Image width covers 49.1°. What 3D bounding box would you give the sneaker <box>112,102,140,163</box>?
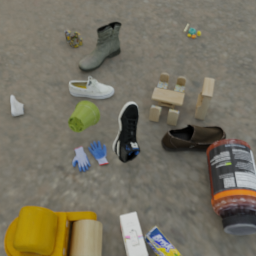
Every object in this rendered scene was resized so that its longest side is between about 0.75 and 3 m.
[{"bbox_3d":[0.132,0.244,9.425,0.740,2.025,1.133,0,28,-29],"label":"sneaker"}]

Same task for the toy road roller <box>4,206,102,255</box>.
[{"bbox_3d":[-2.075,3.043,7.783,2.613,1.907,1.606,-1,53,-1],"label":"toy road roller"}]

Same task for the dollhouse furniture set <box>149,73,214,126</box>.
[{"bbox_3d":[2.148,-1.319,11.361,2.275,1.481,2.090,13,54,10],"label":"dollhouse furniture set"}]

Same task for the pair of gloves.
[{"bbox_3d":[-1.430,1.050,10.404,1.369,0.156,1.101,-16,54,-13],"label":"pair of gloves"}]

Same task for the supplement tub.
[{"bbox_3d":[3.375,1.860,8.954,1.508,1.508,2.821,4,54,3],"label":"supplement tub"}]

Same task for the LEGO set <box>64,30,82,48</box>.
[{"bbox_3d":[-2.828,-4.693,14.454,0.823,0.620,1.071,-15,54,-11],"label":"LEGO set"}]

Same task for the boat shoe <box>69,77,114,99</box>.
[{"bbox_3d":[-1.608,-1.813,12.134,1.970,0.840,0.728,6,53,5],"label":"boat shoe"}]

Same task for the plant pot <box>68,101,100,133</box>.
[{"bbox_3d":[-1.676,-0.325,10.087,1.029,1.029,0.977,16,32,12],"label":"plant pot"}]

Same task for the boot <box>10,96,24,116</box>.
[{"bbox_3d":[-4.662,-0.948,11.825,0.500,0.385,1.046,-9,61,-15],"label":"boot"}]

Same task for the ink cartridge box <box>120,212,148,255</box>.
[{"bbox_3d":[0.180,3.394,8.154,0.526,0.908,1.559,-11,55,-8],"label":"ink cartridge box"}]

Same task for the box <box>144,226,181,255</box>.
[{"bbox_3d":[1.099,3.626,8.231,0.456,0.497,1.419,-33,60,-23],"label":"box"}]

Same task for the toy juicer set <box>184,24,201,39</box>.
[{"bbox_3d":[3.359,-5.108,15.036,0.618,0.264,0.971,-42,65,-7],"label":"toy juicer set"}]

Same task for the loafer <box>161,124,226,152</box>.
[{"bbox_3d":[2.515,0.339,10.470,2.502,0.893,0.913,-9,53,-7],"label":"loafer"}]

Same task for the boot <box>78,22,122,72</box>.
[{"bbox_3d":[-1.369,-3.906,13.173,0.884,1.706,2.612,38,62,25],"label":"boot"}]
